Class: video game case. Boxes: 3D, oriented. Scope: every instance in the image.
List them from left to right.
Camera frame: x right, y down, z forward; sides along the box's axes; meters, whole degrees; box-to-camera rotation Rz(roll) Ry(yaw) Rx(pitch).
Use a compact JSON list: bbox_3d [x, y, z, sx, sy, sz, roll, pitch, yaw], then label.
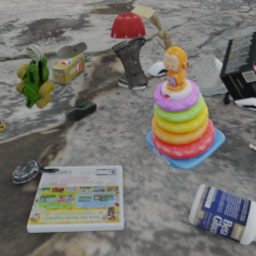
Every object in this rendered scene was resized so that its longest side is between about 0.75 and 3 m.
[{"bbox_3d":[-1.378,1.940,8.008,2.447,0.280,2.227,-1,35,-2],"label":"video game case"}]

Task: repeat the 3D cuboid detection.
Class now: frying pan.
[{"bbox_3d":[-2.956,1.378,8.587,1.557,0.253,0.942,6,40,36],"label":"frying pan"}]

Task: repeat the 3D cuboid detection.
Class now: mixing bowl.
[{"bbox_3d":[-0.022,-4.494,12.275,1.652,0.894,1.652,-3,28,2],"label":"mixing bowl"}]

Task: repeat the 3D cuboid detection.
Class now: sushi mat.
[{"bbox_3d":[0.487,-3.686,8.896,0.800,0.048,0.383,34,76,32],"label":"sushi mat"}]

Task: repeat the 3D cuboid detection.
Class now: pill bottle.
[{"bbox_3d":[2.576,2.201,6.927,1.908,1.059,1.059,16,38,22],"label":"pill bottle"}]

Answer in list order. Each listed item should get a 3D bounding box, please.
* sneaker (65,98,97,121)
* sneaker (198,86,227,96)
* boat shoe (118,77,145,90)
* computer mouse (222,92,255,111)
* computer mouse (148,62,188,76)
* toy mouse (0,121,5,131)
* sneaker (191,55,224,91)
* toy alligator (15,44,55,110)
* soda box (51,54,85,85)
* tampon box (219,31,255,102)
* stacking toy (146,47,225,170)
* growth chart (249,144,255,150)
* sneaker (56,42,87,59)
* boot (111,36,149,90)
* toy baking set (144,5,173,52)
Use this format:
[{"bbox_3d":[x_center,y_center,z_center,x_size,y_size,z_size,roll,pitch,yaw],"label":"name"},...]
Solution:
[{"bbox_3d":[-2.132,-0.766,11.663,0.882,0.589,1.540,24,38,33],"label":"sneaker"},{"bbox_3d":[3.987,-1.765,13.281,1.349,0.493,0.478,1,5,9],"label":"sneaker"},{"bbox_3d":[0.165,-2.233,13.865,1.425,0.454,0.504,13,37,18],"label":"boat shoe"},{"bbox_3d":[5.111,-1.190,12.426,1.729,0.379,0.948,15,36,21],"label":"computer mouse"},{"bbox_3d":[2.119,-3.444,15.554,2.385,0.523,1.308,-25,43,-32],"label":"computer mouse"},{"bbox_3d":[-5.151,-0.046,10.965,0.736,0.160,0.828,4,35,6],"label":"toy mouse"},{"bbox_3d":[2.863,-1.749,9.218,1.057,1.003,2.626,29,24,-7],"label":"sneaker"},{"bbox_3d":[-2.472,-1.413,7.778,0.988,2.980,0.716,39,57,-4],"label":"toy alligator"},{"bbox_3d":[-3.142,-3.198,14.933,0.777,0.822,2.428,9,35,13],"label":"soda box"},{"bbox_3d":[3.102,-1.590,7.275,0.879,1.043,1.392,-7,50,44],"label":"tampon box"},{"bbox_3d":[1.140,-0.520,6.231,1.539,2.805,1.628,-35,48,-17],"label":"stacking toy"},{"bbox_3d":[5.572,0.650,9.941,2.105,0.187,1.524,-21,41,-28],"label":"growth chart"},{"bbox_3d":[-2.565,-3.259,12.289,1.533,0.573,0.814,-31,11,-37],"label":"sneaker"},{"bbox_3d":[0.292,-2.379,10.432,0.705,1.774,2.038,-19,11,43],"label":"boot"},{"bbox_3d":[1.289,-3.866,11.261,0.298,2.559,1.964,-28,64,8],"label":"toy baking set"}]
